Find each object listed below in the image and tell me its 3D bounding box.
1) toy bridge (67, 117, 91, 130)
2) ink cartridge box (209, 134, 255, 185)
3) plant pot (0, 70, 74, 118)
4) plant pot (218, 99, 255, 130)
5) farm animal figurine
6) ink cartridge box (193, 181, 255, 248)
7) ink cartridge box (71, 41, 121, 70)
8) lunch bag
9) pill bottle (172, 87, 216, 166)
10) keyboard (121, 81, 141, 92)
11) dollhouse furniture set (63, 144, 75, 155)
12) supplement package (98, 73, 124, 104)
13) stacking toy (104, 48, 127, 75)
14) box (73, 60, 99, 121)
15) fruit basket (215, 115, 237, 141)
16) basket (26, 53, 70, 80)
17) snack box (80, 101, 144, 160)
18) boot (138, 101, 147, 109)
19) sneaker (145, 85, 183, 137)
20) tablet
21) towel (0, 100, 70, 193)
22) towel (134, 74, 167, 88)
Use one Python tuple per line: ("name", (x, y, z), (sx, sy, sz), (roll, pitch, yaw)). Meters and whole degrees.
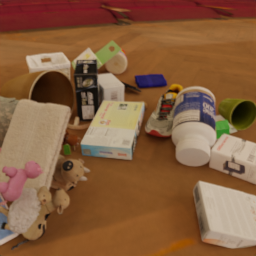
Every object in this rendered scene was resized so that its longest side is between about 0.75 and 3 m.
("toy bridge", (-2.001, -0.179, 10.789), (1.625, 0.221, 0.546), (3, 41, -2))
("ink cartridge box", (3.469, 0.933, 8.595), (1.606, 0.677, 1.163), (20, 37, 29))
("plant pot", (-3.709, -1.171, 10.840), (2.404, 2.241, 2.241), (10, 32, 31))
("plant pot", (4.142, -0.644, 10.900), (1.179, 1.179, 1.135), (-9, 21, -14))
("farm animal figurine", (-1.783, 1.338, 6.579), (1.429, 2.295, 2.842), (21, 31, 0))
("ink cartridge box", (2.683, 2.221, 6.932), (1.989, 0.499, 1.613), (18, 31, -7))
("ink cartridge box", (-1.774, -3.846, 15.132), (2.612, 0.626, 1.901), (-40, 37, 6))
("lunch bag", (-4.047, -0.158, 8.897), (1.675, 2.043, 1.201), (9, 34, 3))
("pill bottle", (2.149, -0.055, 9.132), (1.367, 1.367, 2.463), (6, 52, 9))
("keyboard", (-0.069, -1.962, 13.540), (1.458, 0.289, 0.759), (27, 2, 43))
("dollhouse furniture set", (-2.015, 0.651, 9.582), (0.418, 0.323, 0.835), (-6, 11, -3))
("supplement package", (-0.913, -1.712, 12.633), (0.968, 0.964, 1.650), (-13, 34, -20))
("stacking toy", (-0.594, -4.087, 16.495), (1.249, 1.249, 2.927), (2, 25, 3))
("box", (-1.627, -1.527, 11.314), (0.868, 2.017, 1.651), (-2, 32, -5))
("fruit basket", (3.106, -0.054, 10.346), (1.266, 0.641, 1.367), (-8, 24, -7))
("basket", (-3.820, -2.627, 13.603), (1.855, 1.505, 1.872), (-12, 33, -19))
("snack box", (-0.448, -0.047, 10.132), (1.688, 0.539, 2.905), (4, 36, 11))
("boot", (0.127, -0.955, 12.039), (1.084, 0.359, 0.949), (-19, 42, -31))
("sneaker", (1.409, -0.700, 10.701), (1.118, 1.180, 2.871), (12, 41, 18))
("tablet", (-3.825, 2.231, 6.988), (1.521, 0.160, 2.337), (-21, 38, -32))
("towel", (-2.281, 0.445, 6.672), (1.492, 0.388, 2.251), (10, 76, 20))
("towel", (1.143, -2.358, 14.317), (1.502, 0.372, 1.109), (-5, 39, -9))
